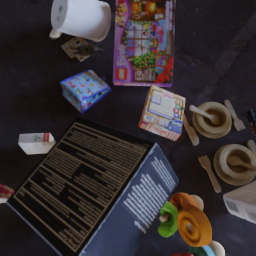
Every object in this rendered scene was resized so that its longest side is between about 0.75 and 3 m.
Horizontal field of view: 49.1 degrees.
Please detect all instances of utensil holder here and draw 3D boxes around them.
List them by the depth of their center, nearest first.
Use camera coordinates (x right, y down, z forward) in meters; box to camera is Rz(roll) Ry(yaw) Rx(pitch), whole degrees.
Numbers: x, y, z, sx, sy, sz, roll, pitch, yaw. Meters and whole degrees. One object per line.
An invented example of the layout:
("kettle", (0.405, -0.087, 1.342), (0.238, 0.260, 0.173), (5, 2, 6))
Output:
("utensil holder", (-1.497, -3.537, 8.876), (1.501, 1.276, 1.276), (2, 60, -39))

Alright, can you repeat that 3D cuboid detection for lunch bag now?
("lunch bag", (-1.250, -1.253, 8.626), (1.314, 0.618, 0.989), (-38, 68, -24))

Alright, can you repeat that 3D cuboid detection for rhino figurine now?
("rhino figurine", (-1.248, -2.486, 8.930), (1.218, 0.533, 0.364), (7, 102, 36))

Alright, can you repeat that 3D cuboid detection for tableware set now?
("tableware set", (2.725, 0.321, 7.892), (1.719, 0.521, 2.601), (-18, 68, -9))

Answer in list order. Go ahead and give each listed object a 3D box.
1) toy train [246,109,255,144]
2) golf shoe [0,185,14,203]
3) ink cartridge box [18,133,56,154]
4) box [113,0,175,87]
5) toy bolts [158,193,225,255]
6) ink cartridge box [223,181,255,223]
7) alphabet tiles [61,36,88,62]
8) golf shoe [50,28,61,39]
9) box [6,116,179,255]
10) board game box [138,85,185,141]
("toy train", (3.597, 0.059, 7.916), (0.201, 0.271, 1.181), (-14, 84, -20))
("golf shoe", (-3.602, 1.797, 7.311), (1.342, 0.614, 0.505), (11, 25, -6))
("ink cartridge box", (-2.291, 0.421, 7.746), (1.240, 0.676, 0.312), (-4, 60, 0))
("box", (0.494, -2.644, 8.735), (1.820, 0.520, 2.660), (2, 87, 2))
("toy bolts", (1.659, 2.437, 6.412), (1.319, 1.816, 1.901), (-10, 83, -30))
("ink cartridge box", (3.752, 1.455, 6.534), (2.460, 1.970, 0.582), (-20, 83, -6))
("alphabet tiles", (-1.692, -2.676, 9.492), (0.777, 0.035, 0.930), (-38, 72, -12))
("golf shoe", (-2.447, -3.481, 9.689), (0.353, 0.403, 0.914), (24, 69, 9))
("box", (-0.786, 1.428, 6.296), (2.655, 1.636, 2.633), (19, 63, 42))
("board game box", (1.005, -0.464, 8.004), (1.127, 0.344, 1.487), (22, 50, -5))
